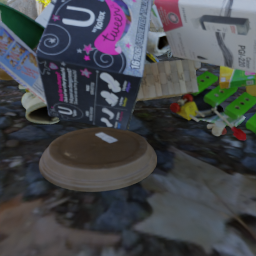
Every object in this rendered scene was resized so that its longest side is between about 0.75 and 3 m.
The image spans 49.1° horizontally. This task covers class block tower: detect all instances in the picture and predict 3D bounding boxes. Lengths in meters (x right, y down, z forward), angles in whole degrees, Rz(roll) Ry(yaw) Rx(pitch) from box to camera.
[{"bbox_3d":[0.224,-1.044,6.697,2.990,0.864,0.808,-10,2,-10],"label":"block tower"}]

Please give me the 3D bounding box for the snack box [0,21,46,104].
[{"bbox_3d":[-2.372,-1.420,6.446,0.251,2.067,0.743,9,65,41],"label":"snack box"}]

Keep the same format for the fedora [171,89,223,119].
[{"bbox_3d":[2.385,-0.931,9.730,1.845,0.843,1.845,-3,18,1],"label":"fedora"}]

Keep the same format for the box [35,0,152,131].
[{"bbox_3d":[-0.504,-1.679,5.268,1.614,1.859,2.814,9,62,-4],"label":"box"}]

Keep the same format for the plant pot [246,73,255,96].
[{"bbox_3d":[5.948,-2.051,11.967,1.555,1.372,1.555,-15,26,-32],"label":"plant pot"}]

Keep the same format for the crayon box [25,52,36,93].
[{"bbox_3d":[-2.392,-1.946,10.504,2.902,0.846,2.504,-8,-12,-16],"label":"crayon box"}]

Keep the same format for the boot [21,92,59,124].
[{"bbox_3d":[-2.407,-0.800,9.615,2.273,0.819,1.758,-10,25,-21],"label":"boot"}]

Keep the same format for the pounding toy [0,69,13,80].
[{"bbox_3d":[-3.580,-1.672,6.353,1.177,1.181,2.059,-6,-22,8],"label":"pounding toy"}]

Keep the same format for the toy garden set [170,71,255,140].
[{"bbox_3d":[2.841,-0.516,8.677,2.247,0.538,2.696,-34,58,-30],"label":"toy garden set"}]

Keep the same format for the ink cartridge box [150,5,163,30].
[{"bbox_3d":[0.997,-3.564,8.936,0.401,0.694,0.951,-31,14,5],"label":"ink cartridge box"}]

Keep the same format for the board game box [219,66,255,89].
[{"bbox_3d":[3.255,-1.762,8.358,0.972,0.256,1.270,-4,52,24],"label":"board game box"}]

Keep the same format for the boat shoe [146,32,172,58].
[{"bbox_3d":[0.949,-2.251,7.483,0.758,0.657,1.779,17,14,22],"label":"boat shoe"}]

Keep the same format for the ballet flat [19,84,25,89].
[{"bbox_3d":[-4.751,-1.954,13.218,0.829,0.288,0.288,1,22,2],"label":"ballet flat"}]

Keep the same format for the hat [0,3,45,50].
[{"bbox_3d":[-3.016,-2.155,7.521,1.793,1.578,1.485,26,1,-25],"label":"hat"}]

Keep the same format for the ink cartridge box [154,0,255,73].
[{"bbox_3d":[1.719,-1.817,4.798,2.141,0.908,1.559,19,-15,29],"label":"ink cartridge box"}]

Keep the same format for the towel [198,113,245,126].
[{"bbox_3d":[3.100,-0.333,9.303,1.268,0.148,0.967,16,27,34],"label":"towel"}]

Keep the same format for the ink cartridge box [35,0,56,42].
[{"bbox_3d":[-2.148,-4.193,10.397,1.215,2.886,2.087,39,-3,-13],"label":"ink cartridge box"}]

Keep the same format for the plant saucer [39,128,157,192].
[{"bbox_3d":[-0.702,0.579,6.688,2.773,0.409,2.773,-1,21,0],"label":"plant saucer"}]

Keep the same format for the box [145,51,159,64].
[{"bbox_3d":[0.225,-2.465,8.606,1.991,0.491,1.590,19,36,-57],"label":"box"}]

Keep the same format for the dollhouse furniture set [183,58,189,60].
[{"bbox_3d":[2.439,-3.507,9.006,1.531,2.304,2.019,-28,46,-29],"label":"dollhouse furniture set"}]
